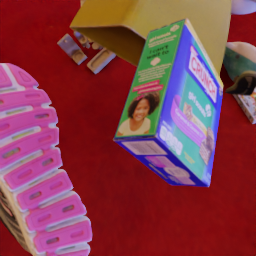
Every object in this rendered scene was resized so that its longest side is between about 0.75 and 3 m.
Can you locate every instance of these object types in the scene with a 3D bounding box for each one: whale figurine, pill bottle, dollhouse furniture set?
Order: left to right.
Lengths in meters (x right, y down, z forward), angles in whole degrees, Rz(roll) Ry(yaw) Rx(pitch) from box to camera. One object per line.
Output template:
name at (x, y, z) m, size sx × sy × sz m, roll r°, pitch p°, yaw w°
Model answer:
dollhouse furniture set at (-1.161, -2.214, 7.900) m, size 0.994 × 0.852 × 1.045 m, roll -43°, pitch 69°, yaw 1°
pill bottle at (2.206, -3.340, 6.117) m, size 1.631 × 1.631 × 2.906 m, roll -15°, pitch 25°, yaw -11°
whale figurine at (3.042, -1.834, 7.815) m, size 1.501 × 0.979 × 1.887 m, roll 17°, pitch 22°, yaw -36°

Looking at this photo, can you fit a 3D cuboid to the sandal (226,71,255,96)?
sandal at (2.293, -0.897, 5.510) m, size 0.481 × 1.210 × 0.345 m, roll 11°, pitch 79°, yaw 4°

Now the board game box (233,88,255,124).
board game box at (3.321, -0.648, 7.362) m, size 0.698 × 0.191 × 1.106 m, roll -12°, pitch 56°, yaw -10°

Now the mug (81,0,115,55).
mug at (-0.479, -3.391, 8.761) m, size 1.646 × 2.005 × 1.606 m, roll -11°, pitch 23°, yaw -18°

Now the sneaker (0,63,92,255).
sneaker at (-1.044, 0.393, 2.727) m, size 0.734 × 0.871 × 1.990 m, roll -23°, pitch 93°, yaw -41°

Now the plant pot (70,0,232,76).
plant pot at (0.547, -2.057, 4.808) m, size 2.038 × 2.038 × 1.797 m, roll 27°, pitch 95°, yaw 54°

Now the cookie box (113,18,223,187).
cookie box at (0.563, -0.230, 3.156) m, size 0.538 × 1.224 × 1.431 m, roll -5°, pitch 58°, yaw 38°
